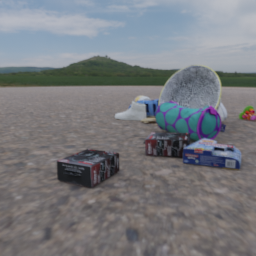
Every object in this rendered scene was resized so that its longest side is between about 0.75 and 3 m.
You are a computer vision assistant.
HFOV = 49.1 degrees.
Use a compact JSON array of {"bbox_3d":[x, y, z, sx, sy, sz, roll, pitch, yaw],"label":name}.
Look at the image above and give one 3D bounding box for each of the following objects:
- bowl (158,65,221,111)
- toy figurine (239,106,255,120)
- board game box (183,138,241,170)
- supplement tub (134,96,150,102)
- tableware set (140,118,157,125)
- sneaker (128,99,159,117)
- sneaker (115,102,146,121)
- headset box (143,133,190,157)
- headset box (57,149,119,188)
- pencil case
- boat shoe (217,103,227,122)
[{"bbox_3d":[2.952,-1.133,12.358,2.973,2.973,1.395,11,-8,45],"label":"bowl"},{"bbox_3d":[6.279,-0.609,14.164,0.965,0.724,0.888,-25,27,-11],"label":"toy figurine"},{"bbox_3d":[2.402,0.673,7.860,1.451,0.448,1.450,4,13,22],"label":"board game box"},{"bbox_3d":[0.948,-1.536,17.679,0.935,0.935,1.286,-3,11,-13],"label":"supplement tub"},{"bbox_3d":[1.797,-0.381,13.625,2.149,0.249,1.795,-11,11,-33],"label":"tableware set"},{"bbox_3d":[1.121,-1.034,15.193,1.126,1.012,2.737,-8,6,-36],"label":"sneaker"},{"bbox_3d":[0.121,-0.896,14.449,1.663,0.961,0.613,1,13,13],"label":"sneaker"},{"bbox_3d":[1.154,0.486,8.514,1.375,0.531,1.023,2,11,16],"label":"headset box"},{"bbox_3d":[-0.939,0.912,6.507,0.972,0.504,1.306,5,11,29],"label":"headset box"},{"bbox_3d":[2.154,-0.309,10.425,1.208,1.312,2.840,26,-3,-27],"label":"pencil case"},{"bbox_3d":[3.728,-1.520,13.794,0.954,1.074,2.919,-11,59,-38],"label":"boat shoe"}]
